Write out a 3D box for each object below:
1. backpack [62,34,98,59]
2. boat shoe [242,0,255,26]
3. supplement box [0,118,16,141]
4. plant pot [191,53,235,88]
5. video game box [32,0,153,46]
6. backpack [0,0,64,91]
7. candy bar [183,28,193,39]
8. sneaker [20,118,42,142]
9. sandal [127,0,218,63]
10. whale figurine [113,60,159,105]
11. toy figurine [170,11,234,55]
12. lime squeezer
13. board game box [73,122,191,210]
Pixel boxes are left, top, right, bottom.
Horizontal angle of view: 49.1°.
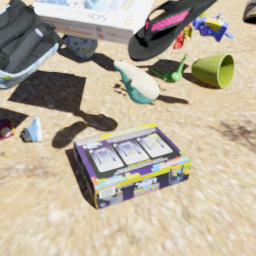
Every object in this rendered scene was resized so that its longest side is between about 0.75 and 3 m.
[{"bbox_3d":[-1.507,-2.771,9.054,1.040,0.952,0.764,34,11,-35],"label":"backpack"},{"bbox_3d":[3.268,-2.372,6.006,1.540,0.553,0.458,17,81,19],"label":"boat shoe"},{"bbox_3d":[-3.459,0.097,7.482,0.759,0.419,0.325,-27,41,-35],"label":"supplement box"},{"bbox_3d":[3.059,-2.170,10.430,1.228,1.228,1.312,-29,32,-36],"label":"plant pot"},{"bbox_3d":[-0.578,-3.105,6.178,2.344,0.602,2.573,14,68,11],"label":"video game box"},{"bbox_3d":[-2.042,-1.365,4.937,1.148,1.219,1.494,-33,29,34],"label":"backpack"},{"bbox_3d":[1.883,-3.592,9.710,0.182,0.409,1.642,8,-6,40],"label":"candy bar"},{"bbox_3d":[-2.664,0.044,7.606,0.539,0.372,0.969,-4,39,-22],"label":"sneaker"},{"bbox_3d":[0.561,-1.502,3.729,1.574,0.355,0.591,-42,56,-1],"label":"sandal"},{"bbox_3d":[0.113,-1.013,6.343,1.215,0.631,0.967,41,26,-1],"label":"whale figurine"},{"bbox_3d":[2.221,-2.657,7.833,1.426,1.256,2.381,22,33,10],"label":"toy figurine"},{"bbox_3d":[1.560,-2.109,10.671,0.432,0.808,2.289,-38,15,-22],"label":"lime squeezer"},{"bbox_3d":[0.017,0.734,6.337,2.146,0.609,1.774,-13,33,-19],"label":"board game box"}]
